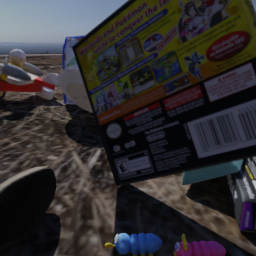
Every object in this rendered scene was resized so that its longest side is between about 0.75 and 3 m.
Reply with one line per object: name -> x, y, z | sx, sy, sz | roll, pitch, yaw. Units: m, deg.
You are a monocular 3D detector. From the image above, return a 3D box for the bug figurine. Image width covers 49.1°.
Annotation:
bug figurine -> 0.460, 1.537, 2.756 | 1.352, 0.449, 1.743 | -1, 18, -5

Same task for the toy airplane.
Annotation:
toy airplane -> -4.289, -2.167, 11.485 | 2.898, 2.045, 2.885 | 12, 18, 38

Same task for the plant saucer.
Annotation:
plant saucer -> 1.917, 0.389, 5.743 | 1.005, 0.273, 2.875 | -23, 3, 31

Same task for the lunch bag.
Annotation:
lunch bag -> -1.322, -2.248, 10.898 | 2.189, 2.575, 1.595 | 3, 19, 13

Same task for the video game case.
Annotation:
video game case -> 0.516, -0.661, 4.192 | 2.956, 2.672, 0.377 | -22, -5, 40

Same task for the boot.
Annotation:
boot -> -2.304, 1.059, 3.615 | 1.819, 0.884, 2.416 | 9, 26, 24

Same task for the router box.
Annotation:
router box -> 2.411, 0.917, 4.539 | 1.482, 0.507, 1.986 | 3, 18, 10

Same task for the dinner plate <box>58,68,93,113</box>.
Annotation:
dinner plate -> -1.284, -1.015, 8.754 | 2.113, 2.113, 0.256 | 10, 58, 28
